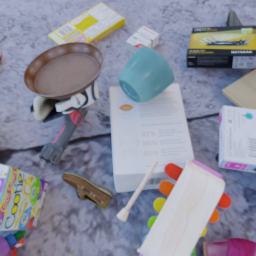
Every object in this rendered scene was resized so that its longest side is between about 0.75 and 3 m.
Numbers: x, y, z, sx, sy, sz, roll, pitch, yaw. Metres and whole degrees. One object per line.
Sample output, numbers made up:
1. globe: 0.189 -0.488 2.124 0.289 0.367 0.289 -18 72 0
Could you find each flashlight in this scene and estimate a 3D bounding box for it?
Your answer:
1. flashlight: -2.117 0.135 9.079 0.732 0.730 2.155 33 67 -10

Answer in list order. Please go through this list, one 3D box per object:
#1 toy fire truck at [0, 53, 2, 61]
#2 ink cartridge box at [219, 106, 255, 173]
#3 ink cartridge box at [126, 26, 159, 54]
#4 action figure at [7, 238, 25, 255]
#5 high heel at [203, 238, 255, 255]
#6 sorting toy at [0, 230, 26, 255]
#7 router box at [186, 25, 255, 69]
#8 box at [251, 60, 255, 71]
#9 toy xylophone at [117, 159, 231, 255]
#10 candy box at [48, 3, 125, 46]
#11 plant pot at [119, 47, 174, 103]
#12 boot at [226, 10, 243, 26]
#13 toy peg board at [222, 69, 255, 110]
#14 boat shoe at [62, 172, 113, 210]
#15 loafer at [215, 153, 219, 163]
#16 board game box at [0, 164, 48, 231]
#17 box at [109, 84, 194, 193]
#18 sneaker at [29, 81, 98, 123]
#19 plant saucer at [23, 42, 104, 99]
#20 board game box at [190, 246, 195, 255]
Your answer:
1. toy fire truck: -5.417 -2.507 10.671 0.974 0.651 1.160 9 60 -16
2. ink cartridge box: 3.832 0.402 7.233 2.835 0.595 1.692 7 58 9
3. ink cartridge box: 0.581 -3.447 11.241 0.832 0.483 1.153 34 65 18
4. action figure: -3.802 3.753 7.004 2.765 0.715 0.905 -38 64 -23
5. high heel: 2.620 4.128 6.556 1.428 1.003 2.977 -5 46 11
6. sorting toy: -2.180 3.708 6.890 0.987 0.994 2.865 -28 71 -41
7. router box: 3.487 -3.038 10.469 2.375 0.620 1.868 4 51 18
8. box: 5.245 -2.365 10.315 1.163 0.350 0.678 1 50 48
9. toy xylophone: 1.067 1.954 6.708 2.076 0.712 2.835 38 85 9
10. candy box: -1.694 -4.107 11.676 2.954 0.390 1.510 -40 70 -20
11. plant pot: 0.405 -1.368 7.804 1.376 1.376 1.104 39 74 20
12. boot: 5.065 -4.062 11.472 1.923 0.698 1.749 0 75 8
13. toy peg board: 4.765 -0.918 9.405 2.147 1.054 2.156 -32 47 -1
14. boat shoe: -1.269 1.808 8.136 1.646 0.592 0.559 21 61 12
15. loafer: 3.469 0.708 8.686 1.512 0.476 0.543 -15 58 7
16. board game box: -3.173 1.692 6.892 1.361 2.642 1.385 10 73 6
17. box: 0.592 0.273 8.474 2.187 1.527 2.872 -3 60 -2
18. sneaker: -2.583 -1.060 8.858 2.941 1.174 1.914 22 40 31
19. plant saucer: -1.792 -1.603 7.981 2.343 0.403 2.343 -6 50 7
20. board game box: 1.070 3.675 6.826 1.130 0.355 2.366 2 42 9
